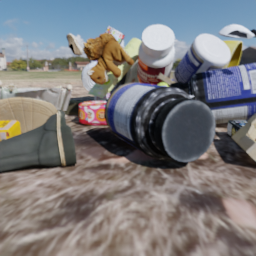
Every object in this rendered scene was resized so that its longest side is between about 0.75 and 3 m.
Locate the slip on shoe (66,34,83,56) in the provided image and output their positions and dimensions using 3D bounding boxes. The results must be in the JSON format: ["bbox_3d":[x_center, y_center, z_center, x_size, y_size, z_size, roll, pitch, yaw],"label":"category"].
[{"bbox_3d":[-2.018,-2.997,10.106,0.315,1.038,0.395,-22,-21,-31],"label":"slip on shoe"}]

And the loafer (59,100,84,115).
[{"bbox_3d":[-2.396,-0.834,11.220,1.717,0.653,0.579,8,10,-8],"label":"loafer"}]

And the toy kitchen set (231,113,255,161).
[{"bbox_3d":[2.980,0.208,5.455,1.051,1.288,1.162,42,14,-2],"label":"toy kitchen set"}]

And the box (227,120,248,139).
[{"bbox_3d":[3.618,0.148,6.904,1.922,0.442,1.527,1,12,3],"label":"box"}]

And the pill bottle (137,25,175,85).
[{"bbox_3d":[0.997,-2.500,10.238,1.303,1.303,2.378,0,-24,2],"label":"pill bottle"}]

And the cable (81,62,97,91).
[{"bbox_3d":[-1.382,-2.218,12.526,1.439,1.439,0.498,-21,41,12],"label":"cable"}]

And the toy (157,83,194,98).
[{"bbox_3d":[0.789,-1.063,8.111,1.103,0.452,1.916,-24,25,-34],"label":"toy"}]

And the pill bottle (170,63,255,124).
[{"bbox_3d":[2.865,-0.972,8.619,2.991,1.673,1.673,-7,10,15],"label":"pill bottle"}]

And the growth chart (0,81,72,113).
[{"bbox_3d":[-2.959,-0.817,8.853,2.467,0.219,1.785,-4,-29,-36],"label":"growth chart"}]

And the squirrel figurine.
[{"bbox_3d":[-0.799,-2.209,9.059,1.433,1.535,1.086,-37,8,11],"label":"squirrel figurine"}]

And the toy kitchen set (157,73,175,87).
[{"bbox_3d":[1.151,-1.397,9.976,0.816,0.904,0.738,24,14,-39],"label":"toy kitchen set"}]

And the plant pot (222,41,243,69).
[{"bbox_3d":[3.474,-2.582,11.506,1.598,2.251,2.251,22,21,25],"label":"plant pot"}]

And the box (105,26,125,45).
[{"bbox_3d":[-0.660,-2.796,9.611,0.656,1.192,0.207,27,-6,-5],"label":"box"}]

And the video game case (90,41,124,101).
[{"bbox_3d":[-0.966,-2.928,14.186,2.083,2.909,0.262,-17,20,-40],"label":"video game case"}]

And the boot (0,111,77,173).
[{"bbox_3d":[-2.021,0.224,5.797,1.564,0.876,2.261,-9,13,-17],"label":"boot"}]

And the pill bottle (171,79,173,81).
[{"bbox_3d":[2.099,-1.811,14.119,2.201,1.274,1.274,-8,14,-32],"label":"pill bottle"}]

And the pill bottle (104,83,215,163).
[{"bbox_3d":[0.554,-0.175,5.975,1.466,1.466,2.622,-5,13,-23],"label":"pill bottle"}]

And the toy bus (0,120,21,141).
[{"bbox_3d":[-2.925,0.213,6.456,0.627,0.521,1.601,-2,12,-13],"label":"toy bus"}]

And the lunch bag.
[{"bbox_3d":[-0.732,-0.575,9.560,1.824,0.747,1.606,0,12,0],"label":"lunch bag"}]

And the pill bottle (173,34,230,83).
[{"bbox_3d":[2.440,-2.039,10.116,1.336,1.336,2.405,-5,-28,-23],"label":"pill bottle"}]

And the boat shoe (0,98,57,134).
[{"bbox_3d":[-3.495,-0.338,7.807,2.981,1.072,0.966,-9,18,-12],"label":"boat shoe"}]

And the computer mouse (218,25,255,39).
[{"bbox_3d":[2.882,-2.386,6.958,1.287,0.282,0.705,-1,30,-15],"label":"computer mouse"}]

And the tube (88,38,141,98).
[{"bbox_3d":[-0.402,-2.249,10.751,0.731,2.818,0.817,38,-14,2],"label":"tube"}]

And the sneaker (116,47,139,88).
[{"bbox_3d":[-0.271,-2.650,13.834,1.080,2.888,1.534,-28,64,-36],"label":"sneaker"}]
